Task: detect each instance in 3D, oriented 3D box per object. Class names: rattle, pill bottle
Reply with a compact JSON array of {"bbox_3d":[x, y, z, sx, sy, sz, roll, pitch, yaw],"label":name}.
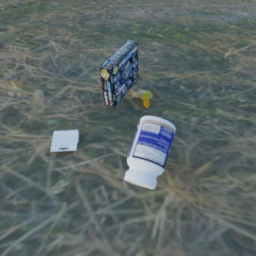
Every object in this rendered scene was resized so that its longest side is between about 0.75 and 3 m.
[{"bbox_3d":[0.402,-1.037,10.320,0.934,0.668,0.608,1,-1,29],"label":"rattle"},{"bbox_3d":[0.473,0.564,6.339,0.865,0.865,1.495,14,75,20],"label":"pill bottle"}]

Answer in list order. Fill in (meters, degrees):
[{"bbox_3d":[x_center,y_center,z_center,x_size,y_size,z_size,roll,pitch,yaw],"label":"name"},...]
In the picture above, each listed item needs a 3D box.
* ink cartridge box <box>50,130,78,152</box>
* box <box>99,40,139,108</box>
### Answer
[{"bbox_3d":[-1.837,0.430,8.147,0.736,0.258,0.906,-3,43,-4],"label":"ink cartridge box"},{"bbox_3d":[-0.236,-1.851,9.536,0.443,1.530,1.925,17,47,21],"label":"box"}]
